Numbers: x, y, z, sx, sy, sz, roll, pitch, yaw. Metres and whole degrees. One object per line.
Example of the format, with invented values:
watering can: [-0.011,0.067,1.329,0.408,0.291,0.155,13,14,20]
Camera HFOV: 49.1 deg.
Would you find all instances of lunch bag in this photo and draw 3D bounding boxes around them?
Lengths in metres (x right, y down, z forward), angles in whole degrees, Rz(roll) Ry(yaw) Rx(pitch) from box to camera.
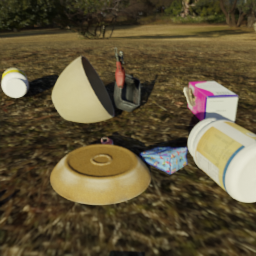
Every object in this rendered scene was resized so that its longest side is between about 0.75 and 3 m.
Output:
lunch bag: [0.979,0.835,8.087,1.166,0.548,0.877,9,18,41]

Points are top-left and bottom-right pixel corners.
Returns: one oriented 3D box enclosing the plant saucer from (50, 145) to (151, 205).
plant saucer: [-0.716,1.038,7.483,2.672,0.473,2.672,1,21,0]

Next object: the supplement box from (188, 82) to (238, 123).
supplement box: [3.439,-1.102,11.781,1.223,1.249,2.417,-2,24,-4]

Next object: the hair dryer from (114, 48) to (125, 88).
hair dryer: [-0.332,-1.930,9.163,0.343,1.264,0.963,-6,8,14]

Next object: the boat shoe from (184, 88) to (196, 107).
boat shoe: [2.431,-1.173,10.776,0.274,0.921,0.331,-1,44,39]

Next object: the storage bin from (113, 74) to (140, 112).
storage bin: [-0.053,-1.490,11.986,0.932,1.378,0.646,17,-30,-25]

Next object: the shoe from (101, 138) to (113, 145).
shoe: [-0.683,0.462,9.118,0.285,0.362,0.797,4,23,10]

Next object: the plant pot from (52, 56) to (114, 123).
plant pot: [-1.919,-1.232,10.988,1.751,2.608,2.608,-26,21,8]

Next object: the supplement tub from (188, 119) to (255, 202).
supplement tub: [2.579,0.695,7.051,1.505,1.505,2.080,-7,24,-17]

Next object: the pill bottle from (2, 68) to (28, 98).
pill bottle: [-5.921,-2.326,14.680,1.299,1.299,2.334,-9,23,-21]
